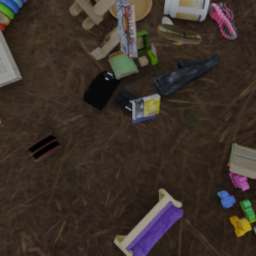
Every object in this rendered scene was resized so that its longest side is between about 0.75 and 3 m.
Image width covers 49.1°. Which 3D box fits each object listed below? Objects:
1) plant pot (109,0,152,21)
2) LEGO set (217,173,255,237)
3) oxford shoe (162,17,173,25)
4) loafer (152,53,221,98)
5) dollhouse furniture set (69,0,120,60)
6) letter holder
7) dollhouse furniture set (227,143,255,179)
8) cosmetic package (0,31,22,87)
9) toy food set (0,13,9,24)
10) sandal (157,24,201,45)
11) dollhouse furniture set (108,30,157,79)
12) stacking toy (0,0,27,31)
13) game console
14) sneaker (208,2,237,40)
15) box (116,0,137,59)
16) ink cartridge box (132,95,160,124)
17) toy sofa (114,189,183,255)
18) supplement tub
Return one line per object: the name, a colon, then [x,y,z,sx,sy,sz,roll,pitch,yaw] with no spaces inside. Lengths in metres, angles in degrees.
plant pot: [0.059,-5.423,12.184,1.946,0.267,1.946,0,79,0]
LEGO set: [4.108,3.039,9.911,1.080,1.162,2.831,-22,79,-4]
oxford shoe: [1.511,-3.730,10.311,0.358,0.275,0.951,-17,69,2]
loafer: [2.328,-2.273,11.129,2.872,0.975,1.008,-30,89,-3]
dollhouse furniture set: [-1.368,-4.147,11.020,2.399,2.103,1.594,45,79,-19]
letter holder: [-3.199,0.763,10.588,1.111,0.790,0.559,-33,80,-7]
dollhouse furniture set: [4.745,1.624,10.423,2.113,1.061,1.385,17,39,17]
cosmetic package: [-5.359,-2.907,10.862,1.337,0.944,2.582,-21,99,-4]
toy food set: [-3.973,-3.818,7.891,1.136,1.583,0.478,43,73,4]
sandal: [1.783,-3.206,9.937,1.667,0.450,0.670,8,60,-17]
dollhouse furniture set: [0.120,-2.907,11.157,1.818,0.912,1.191,-22,62,-5]
stacking toy: [-5.252,-4.813,11.635,1.266,1.266,2.965,25,83,5]
game console: [-0.410,-1.139,11.247,2.617,0.316,1.544,31,80,8]
sneaker: [4.198,-4.598,11.857,0.855,0.708,1.793,-25,80,-17]
box: [-0.045,-3.237,9.182,0.325,1.629,1.116,-12,34,-11]
ink cartridge box: [0.611,-0.602,9.606,0.951,0.962,0.226,-17,39,-19]
toy sofa: [0.812,3.471,9.870,1.257,1.067,2.577,44,81,10]
supplement tub: [2.404,-5.169,11.627,1.710,1.235,1.235,9,78,2]
